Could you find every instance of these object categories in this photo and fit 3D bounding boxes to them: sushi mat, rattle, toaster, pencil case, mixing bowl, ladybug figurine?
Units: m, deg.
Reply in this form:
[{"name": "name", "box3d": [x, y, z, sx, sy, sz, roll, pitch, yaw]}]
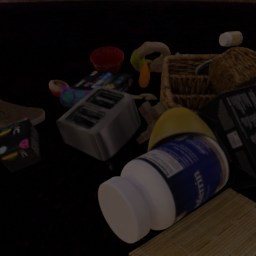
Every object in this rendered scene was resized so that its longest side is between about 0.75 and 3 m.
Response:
[{"name": "sushi mat", "box3d": [1.519, 2.019, 4.976, 2.797, 0.169, 1.338, -20, 35, -31]}, {"name": "rattle", "box3d": [1.530, -2.559, 12.303, 2.709, 1.764, 1.935, 14, 35, -45]}, {"name": "toaster", "box3d": [-0.703, -0.112, 7.331, 1.834, 1.088, 1.659, 21, 55, 35]}, {"name": "pencil case", "box3d": [-1.481, -1.021, 9.672, 1.671, 0.772, 0.711, 6, 40, 13]}, {"name": "mixing bowl", "box3d": [-0.928, -2.939, 12.768, 1.503, 0.814, 1.503, -1, 51, 1]}, {"name": "ladybug figurine", "box3d": [-2.650, -1.492, 10.760, 0.788, 0.417, 1.160, 6, 25, -23]}]

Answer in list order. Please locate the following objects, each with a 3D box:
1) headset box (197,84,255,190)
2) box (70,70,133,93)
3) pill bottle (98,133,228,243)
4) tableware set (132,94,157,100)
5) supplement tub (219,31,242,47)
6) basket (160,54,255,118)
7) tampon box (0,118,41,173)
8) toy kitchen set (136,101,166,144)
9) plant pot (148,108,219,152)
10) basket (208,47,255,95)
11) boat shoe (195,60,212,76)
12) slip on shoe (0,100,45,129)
[{"name": "headset box", "box3d": [3.301, 0.007, 6.567, 2.720, 1.051, 2.025, -16, 77, -25]}, {"name": "box", "box3d": [-0.957, -1.638, 11.003, 1.737, 0.503, 2.186, 10, 31, 17]}, {"name": "pill bottle", "box3d": [0.704, 1.080, 5.410, 2.375, 1.374, 1.374, -23, 37, -32]}, {"name": "tableware set", "box3d": [0.467, -1.107, 10.112, 1.043, 0.145, 1.249, -5, 13, -11]}, {"name": "supplement tub", "box3d": [6.384, -5.530, 17.431, 1.184, 0.861, 0.861, -11, 32, -19]}, {"name": "basket", "box3d": [2.360, -0.925, 8.224, 2.739, 2.041, 1.955, 1, 31, -2]}, {"name": "tampon box", "box3d": [-2.684, 0.410, 6.942, 0.785, 0.661, 1.047, -23, 41, -2]}, {"name": "toy kitchen set", "box3d": [0.530, -0.226, 7.803, 0.842, 0.761, 0.933, -28, 82, -30]}, {"name": "plant pot", "box3d": [1.167, 0.173, 6.402, 1.529, 1.529, 1.086, -1, 49, -2]}, {"name": "basket", "box3d": [2.821, -1.529, 7.240, 1.078, 1.446, 1.032, -28, 78, -2]}, {"name": "boat shoe", "box3d": [2.684, -1.789, 8.299, 1.354, 0.486, 0.458, -12, 20, 9]}, {"name": "slip on shoe", "box3d": [-3.898, -0.486, 8.527, 2.645, 0.801, 1.006, -4, 26, -20]}]
